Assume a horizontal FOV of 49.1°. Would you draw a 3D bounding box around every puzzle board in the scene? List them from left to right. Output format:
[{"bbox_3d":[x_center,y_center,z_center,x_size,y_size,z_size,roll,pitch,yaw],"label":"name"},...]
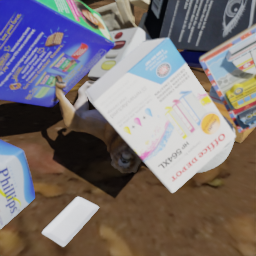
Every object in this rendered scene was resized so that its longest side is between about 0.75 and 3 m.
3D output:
[{"bbox_3d":[2.705,-1.035,4.296,2.698,2.034,0.235,-29,44,19],"label":"puzzle board"}]

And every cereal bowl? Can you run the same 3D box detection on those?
[{"bbox_3d":[1.423,0.337,7.163,2.381,0.992,2.381,-1,34,0],"label":"cereal bowl"}]

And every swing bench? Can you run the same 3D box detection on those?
[{"bbox_3d":[-1.151,-4.249,9.488,2.660,2.674,1.735,-8,4,25],"label":"swing bench"}]

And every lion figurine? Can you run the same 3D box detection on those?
[{"bbox_3d":[-0.598,-0.088,5.378,2.162,1.324,0.783,29,36,22],"label":"lion figurine"}]

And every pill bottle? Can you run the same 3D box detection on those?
[{"bbox_3d":[2.389,-1.132,6.800,0.595,1.094,0.595,14,15,-4],"label":"pill bottle"}]

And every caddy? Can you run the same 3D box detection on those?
[{"bbox_3d":[2.292,-2.427,8.888,1.403,0.992,0.737,19,11,40],"label":"caddy"}]

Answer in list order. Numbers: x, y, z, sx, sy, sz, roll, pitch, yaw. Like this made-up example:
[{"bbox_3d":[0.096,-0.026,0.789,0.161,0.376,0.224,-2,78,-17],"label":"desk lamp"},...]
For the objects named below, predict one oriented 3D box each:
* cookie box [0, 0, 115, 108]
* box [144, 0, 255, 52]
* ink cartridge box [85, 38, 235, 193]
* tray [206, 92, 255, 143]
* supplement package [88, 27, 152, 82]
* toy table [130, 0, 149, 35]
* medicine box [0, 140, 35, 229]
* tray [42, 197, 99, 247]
[{"bbox_3d":[-1.888,-1.520,5.100,2.583,2.209,0.970,7,50,-56],"label":"cookie box"},{"bbox_3d":[1.966,-2.916,6.325,2.729,2.019,1.424,1,40,-14],"label":"box"},{"bbox_3d":[0.500,-0.138,4.228,1.266,1.969,1.233,-41,19,0],"label":"ink cartridge box"},{"bbox_3d":[2.532,-0.552,8.944,2.858,0.529,1.410,27,42,33],"label":"tray"},{"bbox_3d":[-0.052,-1.668,7.246,1.053,1.369,1.432,26,-5,-36],"label":"supplement package"},{"bbox_3d":[1.341,-3.538,8.254,1.595,2.503,2.723,21,-8,-37],"label":"toy table"},{"bbox_3d":[-3.755,1.276,5.370,2.503,1.414,2.747,18,38,24],"label":"medicine box"},{"bbox_3d":[-1.134,1.872,5.646,0.589,0.122,1.097,20,38,25],"label":"tray"}]
